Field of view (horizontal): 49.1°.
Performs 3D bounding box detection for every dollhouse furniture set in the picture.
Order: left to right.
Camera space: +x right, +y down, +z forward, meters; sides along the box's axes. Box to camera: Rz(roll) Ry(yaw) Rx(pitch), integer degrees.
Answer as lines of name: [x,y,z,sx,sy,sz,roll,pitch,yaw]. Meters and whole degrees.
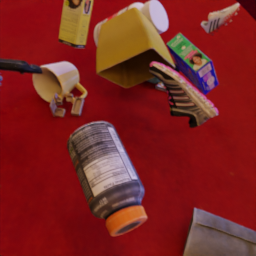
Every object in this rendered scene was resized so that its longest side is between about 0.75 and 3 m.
dollhouse furniture set: [-2.431,-1.003,11.205,1.045,0.852,0.994,9,65,1]

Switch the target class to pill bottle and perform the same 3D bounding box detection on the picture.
pill bottle: [-0.437,1.107,6.156,1.236,1.236,2.327,-16,60,-18]
pill bottle: [0.092,-4.052,11.546,2.906,1.631,1.631,-11,28,40]

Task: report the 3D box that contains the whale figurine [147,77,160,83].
whale figurine: [0.870,-2.586,13.305,1.887,0.979,1.501,-2,-4,27]

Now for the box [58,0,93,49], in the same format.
box: [-1.923,-4.326,10.462,0.940,2.497,0.626,23,24,24]

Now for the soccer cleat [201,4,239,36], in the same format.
soccer cleat: [3.286,-3.978,10.085,0.680,1.597,0.548,38,64,-10]

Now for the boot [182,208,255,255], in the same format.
boot: [3.022,2.692,7.120,2.828,1.026,2.571,12,39,24]

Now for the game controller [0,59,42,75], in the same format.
game controller: [-3.517,-1.760,8.203,1.979,0.417,1.032,10,0,22]

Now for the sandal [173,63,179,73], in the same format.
sandal: [1.767,-2.291,10.884,0.481,1.210,0.345,-20,68,-26]

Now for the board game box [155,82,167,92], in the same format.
board game box: [1.918,-1.892,12.974,1.106,0.191,0.698,21,44,23]

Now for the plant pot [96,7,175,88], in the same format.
plant pot: [0.125,-2.718,9.466,2.038,2.038,1.797,-19,74,26]

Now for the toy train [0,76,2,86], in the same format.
toy train: [-5.074,-1.679,10.543,0.495,0.866,0.375,11,0,-13]

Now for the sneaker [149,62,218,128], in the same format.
sneaker: [1.168,-0.723,6.673,1.990,0.871,0.734,39,17,-9]

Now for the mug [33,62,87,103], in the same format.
mug: [-2.937,-1.974,12.386,1.606,2.005,1.646,-14,19,36]

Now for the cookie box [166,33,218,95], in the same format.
cookie box: [1.816,-1.799,7.928,0.538,1.224,1.431,-39,56,6]
